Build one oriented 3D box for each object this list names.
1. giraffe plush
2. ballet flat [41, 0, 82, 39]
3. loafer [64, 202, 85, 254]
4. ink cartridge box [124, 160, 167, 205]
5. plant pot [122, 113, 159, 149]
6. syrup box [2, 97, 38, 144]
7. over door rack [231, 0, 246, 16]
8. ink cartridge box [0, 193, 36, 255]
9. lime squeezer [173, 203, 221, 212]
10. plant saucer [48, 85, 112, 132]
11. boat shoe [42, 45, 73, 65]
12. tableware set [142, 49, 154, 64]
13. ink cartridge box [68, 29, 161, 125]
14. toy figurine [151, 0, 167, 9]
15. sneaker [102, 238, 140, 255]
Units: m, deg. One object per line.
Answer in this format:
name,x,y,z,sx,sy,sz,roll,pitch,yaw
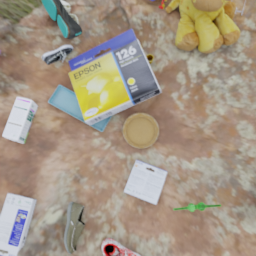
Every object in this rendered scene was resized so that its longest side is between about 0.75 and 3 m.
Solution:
giraffe plush,2.694,-4.368,9.505,2.555,2.401,2.961,-19,74,-4
ballet flat,-2.411,-4.153,10.370,0.790,0.786,2.311,-21,70,-32
loafer,-1.634,3.097,8.703,0.538,0.581,1.546,0,76,4
ink cartridge box,0.580,1.782,9.201,1.124,0.248,1.145,21,75,6
plant pot,0.431,0.103,9.642,1.243,0.171,1.243,0,78,0
syrup box,-3.650,-0.258,9.522,0.592,0.572,1.453,15,77,5
over door rack,4.196,-4.725,10.720,0.555,0.250,0.751,15,98,11
ink cartridge box,-3.596,3.063,8.793,0.913,0.360,1.835,12,74,6
lime squeezer,2.164,2.549,8.888,1.463,0.516,0.276,-7,91,8
plant saucer,-1.665,-0.678,9.826,2.229,0.211,0.779,28,78,8
boat shoe,-2.444,-2.584,10.023,1.226,0.453,0.419,-30,73,-35
tableware set,-0.030,-2.116,10.113,2.091,0.321,1.409,-33,79,-8
ink cartridge box,-0.617,-1.836,9.484,2.666,0.634,2.697,-25,75,8
toy figurine,1.123,-5.355,10.703,0.890,0.783,1.485,16,76,9
sneaker,-0.091,3.902,8.352,1.639,0.878,0.547,31,78,7
